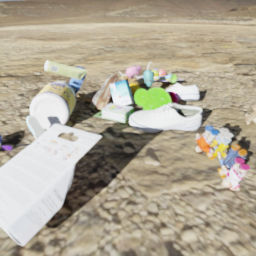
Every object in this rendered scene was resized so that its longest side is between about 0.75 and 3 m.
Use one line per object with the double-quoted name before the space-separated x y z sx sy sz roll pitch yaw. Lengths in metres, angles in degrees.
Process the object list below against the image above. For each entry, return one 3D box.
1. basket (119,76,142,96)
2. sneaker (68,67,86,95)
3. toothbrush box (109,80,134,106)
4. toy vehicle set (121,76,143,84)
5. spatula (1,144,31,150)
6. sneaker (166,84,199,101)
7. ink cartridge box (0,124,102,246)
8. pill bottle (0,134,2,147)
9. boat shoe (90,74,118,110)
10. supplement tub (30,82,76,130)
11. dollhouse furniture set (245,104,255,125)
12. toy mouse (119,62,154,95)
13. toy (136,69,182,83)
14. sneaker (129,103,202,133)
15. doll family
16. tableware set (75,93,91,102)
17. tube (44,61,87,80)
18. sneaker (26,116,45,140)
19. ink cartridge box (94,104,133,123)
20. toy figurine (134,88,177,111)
"basket" 0.134 -2.052 14.503 0.982 1.025 1.375 -33 26 8
"sneaker" -2.238 -1.925 12.049 0.574 1.552 0.638 18 39 -20
"toothbrush box" -0.273 -1.443 12.074 0.775 1.059 0.452 -15 -2 19
"toy vehicle set" 0.221 -2.803 16.317 0.859 0.183 1.383 -10 28 -20
"spatula" -3.696 0.616 9.308 0.939 0.265 0.096 -9 60 -32
"sneaker" 2.181 -1.644 12.956 2.158 0.764 0.788 1 -5 11
"ink cartridge box" -2.048 1.090 6.592 2.188 0.768 2.691 12 43 44
"pill bottle" -4.442 0.497 9.235 0.483 0.483 0.835 -8 28 -16
"boat shoe" -0.911 -1.564 12.722 0.793 0.837 2.210 30 55 -2
"supplement tub" -2.875 -0.948 11.039 1.457 1.457 2.004 0 26 0
"dollhouse furniture set" 5.082 -0.389 11.134 0.534 0.625 1.207 42 30 -5
"toy mouse" 0.535 -2.523 13.428 2.068 1.837 0.400 39 0 24
"toy" 1.750 -2.979 15.660 1.450 0.595 2.518 -10 23 -31
"sneaker" 1.412 -0.483 10.407 2.738 0.969 1.000 -2 46 -7
"doll family" 2.525 0.773 7.338 0.814 1.122 1.807 -15 54 -27
"tableware set" -2.305 -1.448 13.064 1.134 0.132 0.948 5 -13 16
"tube" -2.399 -2.194 10.755 1.577 0.409 0.458 8 4 -37
"sneaker" -3.095 0.074 9.493 0.414 1.119 0.459 -27 21 -25
"ink cartridge box" -0.613 -0.657 11.603 1.490 0.442 0.774 12 26 23
"toy figurine" 1.375 -1.172 11.983 1.739 1.306 1.601 25 22 27
